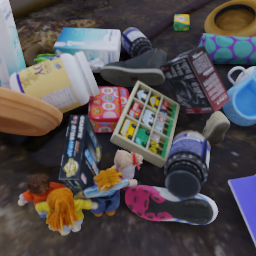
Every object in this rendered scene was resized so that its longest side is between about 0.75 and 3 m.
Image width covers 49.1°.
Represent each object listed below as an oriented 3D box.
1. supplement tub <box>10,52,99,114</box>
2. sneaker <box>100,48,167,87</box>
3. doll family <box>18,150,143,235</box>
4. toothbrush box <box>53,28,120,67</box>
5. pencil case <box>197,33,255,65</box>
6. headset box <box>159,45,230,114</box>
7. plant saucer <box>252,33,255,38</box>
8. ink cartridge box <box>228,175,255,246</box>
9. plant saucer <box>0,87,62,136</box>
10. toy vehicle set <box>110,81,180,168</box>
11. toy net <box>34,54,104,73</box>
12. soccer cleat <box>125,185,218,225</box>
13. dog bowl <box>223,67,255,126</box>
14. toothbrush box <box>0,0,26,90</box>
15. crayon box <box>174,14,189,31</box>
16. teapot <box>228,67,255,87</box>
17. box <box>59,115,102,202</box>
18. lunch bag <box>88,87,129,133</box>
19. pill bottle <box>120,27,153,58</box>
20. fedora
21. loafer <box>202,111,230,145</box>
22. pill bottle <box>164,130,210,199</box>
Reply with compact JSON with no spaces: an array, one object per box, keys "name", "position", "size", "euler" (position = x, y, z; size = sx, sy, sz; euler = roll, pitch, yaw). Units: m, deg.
[{"name":"supplement tub","position":[-1.935,-1.119,7.594],"size":[2.010,1.461,1.461],"euler":[-23,47,-5]},{"name":"sneaker","position":[0.214,-2.056,9.417],"size":[2.189,0.819,1.163],"euler":[6,56,12]},{"name":"doll family","position":[-0.726,1.343,5.429],"size":[2.620,1.626,1.181],"euler":[-16,55,-17]},{"name":"toothbrush box","position":[-1.442,-2.934,10.444],"size":[2.216,0.945,1.623],"euler":[2,44,2]},{"name":"pencil case","position":[3.875,-2.937,10.350],"size":[2.521,1.073,1.165],"euler":[3,71,2]},{"name":"headset box","position":[1.839,-1.170,7.711],"size":[0.697,1.804,1.342],"euler":[-38,15,-19]},{"name":"plant saucer","position":[5.284,-4.336,11.850],"size":[1.916,0.359,1.916],"euler":[-18,51,23]},{"name":"ink cartridge box","position":[3.857,1.941,5.284],"size":[2.941,0.638,2.914],"euler":[-8,54,-8]},{"name":"plant saucer","position":[-3.086,-0.333,6.690],"size":[2.923,2.923,0.547],"euler":[6,77,6]},{"name":"toy vehicle set","position":[0.555,-0.187,7.610],"size":[1.457,0.311,2.345],"euler":[28,45,-6]},{"name":"toy net","position":[-1.825,-2.237,9.428],"size":[2.458,1.289,0.475],"euler":[0,85,-10]},{"name":"soccer cleat","position":[0.902,1.640,5.968],"size":[1.957,0.684,0.845],"euler":[5,-2,27]},{"name":"dog bowl","position":[3.755,-1.026,7.914],"size":[2.234,0.554,1.245],"euler":[-41,83,0]},{"name":"toothbrush box","position":[-4.242,-2.098,8.149],"size":[2.051,2.802,1.195],"euler":[-8,37,-7]},{"name":"crayon box","position":[2.466,-4.872,12.930],"size":[0.669,0.328,1.126],"euler":[5,44,5]},{"name":"teapot","position":[4.107,-1.523,8.952],"size":[1.335,0.975,1.317],"euler":[-24,48,-22]},{"name":"box","position":[-0.932,0.701,5.884],"size":[0.386,1.680,1.335],"euler":[1,61,6]},{"name":"lunch bag","position":[-0.451,-0.557,8.225],"size":[1.407,0.654,1.597],"euler":[0,43,-7]},{"name":"pill bottle","position":[0.354,-3.124,10.648],"size":[0.884,0.884,1.581],"euler":[-15,45,-15]},{"name":"fedora","position":[4.395,-4.160,11.442],"size":[2.486,1.014,2.486],"euler":[-15,52,20]},{"name":"loafer","position":[2.180,0.034,7.066],"size":[0.501,1.325,0.452],"euler":[2,61,-6]},{"name":"pill bottle","position":[1.269,0.757,6.016],"size":[0.891,0.891,1.594],"euler":[13,29,13]}]
